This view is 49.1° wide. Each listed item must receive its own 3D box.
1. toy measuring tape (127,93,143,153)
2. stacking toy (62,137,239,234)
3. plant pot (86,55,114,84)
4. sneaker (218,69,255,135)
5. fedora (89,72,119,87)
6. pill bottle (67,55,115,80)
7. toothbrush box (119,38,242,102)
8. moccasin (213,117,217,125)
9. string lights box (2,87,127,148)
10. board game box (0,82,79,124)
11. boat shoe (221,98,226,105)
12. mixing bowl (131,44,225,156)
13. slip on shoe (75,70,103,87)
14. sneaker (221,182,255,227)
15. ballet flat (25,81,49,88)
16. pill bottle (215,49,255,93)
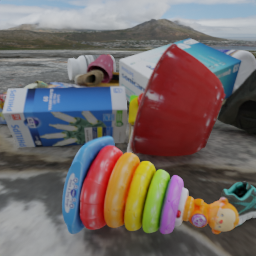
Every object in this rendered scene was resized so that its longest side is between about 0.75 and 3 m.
[{"bbox_3d":[0.497,0.036,5.729,1.063,1.063,2.890,1,34,2],"label":"toy measuring tape"},{"bbox_3d":[0.304,0.851,3.308,1.924,1.116,1.056,13,9,15],"label":"stacking toy"},{"bbox_3d":[-0.888,-2.067,9.663,0.881,0.881,0.789,7,52,21],"label":"plant pot"},{"bbox_3d":[3.145,-0.545,6.299,1.380,2.408,0.921,26,65,3],"label":"sneaker"},{"bbox_3d":[-0.728,-1.346,9.909,2.309,0.942,2.309,2,24,-1],"label":"fedora"},{"bbox_3d":[-1.910,-3.104,14.569,2.280,1.321,1.321,-8,21,-21],"label":"pill bottle"},{"bbox_3d":[1.497,-1.498,8.417,2.938,1.253,2.151,-24,45,-29],"label":"toothbrush box"},{"bbox_3d":[1.863,-0.185,7.255,1.246,0.481,0.456,-8,47,-31],"label":"moccasin"},{"bbox_3d":[-1.263,-0.228,6.070,2.394,1.230,0.706,-3,53,-6],"label":"string lights box"},{"bbox_3d":[-2.376,-0.660,8.142,2.705,0.834,2.703,16,24,38],"label":"board game box"},{"bbox_3d":[2.099,-1.184,9.704,2.544,0.824,0.915,3,19,10],"label":"boat shoe"},{"bbox_3d":[1.111,-0.340,5.534,1.245,2.299,2.299,22,25,15],"label":"mixing bowl"},{"bbox_3d":[-1.080,-1.492,8.463,0.368,0.461,1.214,5,15,33],"label":"slip on shoe"},{"bbox_3d":[1.684,0.969,3.904,1.120,0.511,0.435,-11,22,-31],"label":"sneaker"},{"bbox_3d":[-2.613,-0.797,7.084,1.274,0.450,0.450,-29,16,10],"label":"ballet flat"},{"bbox_3d":[3.115,-2.082,10.048,1.442,1.442,2.491,-11,21,-28],"label":"pill bottle"}]
